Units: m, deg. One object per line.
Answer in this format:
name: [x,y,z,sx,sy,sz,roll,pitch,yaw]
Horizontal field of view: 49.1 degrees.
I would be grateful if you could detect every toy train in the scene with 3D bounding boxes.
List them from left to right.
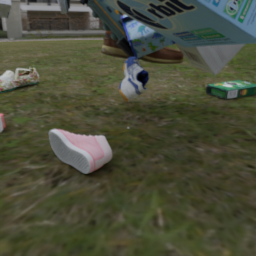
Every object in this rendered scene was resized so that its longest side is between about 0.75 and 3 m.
toy train: [-0.028,-3.335,7.988,1.699,2.981,1.270,-44,16,3]

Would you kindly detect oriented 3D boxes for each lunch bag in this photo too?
lunch bag: [0.464,-2.604,7.122,1.131,0.848,1.330,-18,56,7]

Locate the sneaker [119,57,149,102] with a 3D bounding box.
sneaker: [0.194,-1.018,5.533,0.534,0.456,1.212,-20,44,28]

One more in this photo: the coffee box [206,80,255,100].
coffee box: [4.360,-1.603,11.680,1.888,0.415,1.161,-12,25,-27]

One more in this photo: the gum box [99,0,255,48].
gum box: [0.562,-2.262,4.733,2.798,0.623,2.377,20,7,-21]

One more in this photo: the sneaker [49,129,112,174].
sneaker: [-1.035,0.422,6.247,0.861,0.620,1.647,-22,35,-40]

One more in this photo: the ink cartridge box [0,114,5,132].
ink cartridge box: [-3.893,0.012,7.545,0.736,0.426,1.263,-2,22,-6]

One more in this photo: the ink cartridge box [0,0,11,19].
ink cartridge box: [-3.177,-3.333,6.953,0.393,0.930,0.672,-2,-9,-31]

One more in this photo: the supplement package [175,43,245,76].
supplement package: [2.849,-3.066,8.795,2.322,1.362,1.357,-46,35,4]

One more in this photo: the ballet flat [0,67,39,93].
ballet flat: [-5.161,-2.258,12.788,0.975,0.824,2.579,14,26,23]

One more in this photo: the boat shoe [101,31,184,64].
boat shoe: [0.586,-2.715,9.308,2.902,0.980,1.045,5,17,-17]

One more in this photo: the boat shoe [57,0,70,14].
boat shoe: [-1.520,-3.607,6.867,0.575,1.622,0.585,-14,52,-17]
